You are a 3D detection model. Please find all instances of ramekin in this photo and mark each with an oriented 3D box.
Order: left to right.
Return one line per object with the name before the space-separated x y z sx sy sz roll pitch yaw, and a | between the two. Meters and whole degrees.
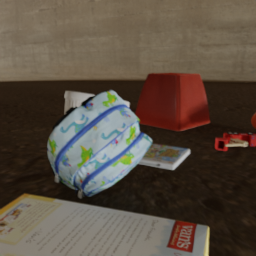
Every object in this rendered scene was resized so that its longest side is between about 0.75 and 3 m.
ramekin | -1.200 -0.516 10.164 2.355 1.236 2.355 10 2 0

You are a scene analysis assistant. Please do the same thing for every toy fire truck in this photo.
toy fire truck | 3.468 0.435 8.916 1.442 0.351 1.017 2 13 7

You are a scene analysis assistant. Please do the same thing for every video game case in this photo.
video game case | 0.870 0.764 7.902 1.375 0.167 1.511 7 15 27

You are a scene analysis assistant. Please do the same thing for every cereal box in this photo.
cereal box | -0.649 1.630 3.197 2.938 0.581 2.114 5 14 20

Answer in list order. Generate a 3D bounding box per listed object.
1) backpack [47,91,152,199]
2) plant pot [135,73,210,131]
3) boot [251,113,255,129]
backpack | -0.532 0.326 5.126 1.954 2.395 1.842 -32 64 -19
plant pot | 1.970 -1.302 12.369 2.492 2.199 2.495 -12 17 -44
boot | 5.030 -0.029 9.705 1.433 1.003 2.673 -9 16 -16
